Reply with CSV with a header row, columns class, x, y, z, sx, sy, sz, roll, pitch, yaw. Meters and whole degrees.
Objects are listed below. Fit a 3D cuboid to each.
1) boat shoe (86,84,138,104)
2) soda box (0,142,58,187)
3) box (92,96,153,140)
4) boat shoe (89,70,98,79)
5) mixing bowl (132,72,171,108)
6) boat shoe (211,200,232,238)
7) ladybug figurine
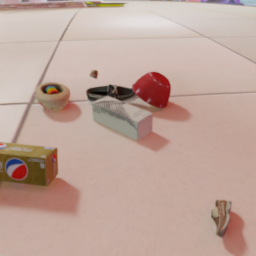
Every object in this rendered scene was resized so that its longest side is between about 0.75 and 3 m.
class,x,y,z,sx,sy,sz,roll,pitch,yaw
boat shoe,-0.608,-1.295,10.681,2.002,0.637,0.708,-6,57,2
soda box,-2.912,0.835,6.864,2.242,0.759,0.718,5,18,8
box,-0.221,-0.365,9.253,2.040,0.697,0.838,22,37,33
boat shoe,-1.444,-2.294,11.849,0.365,0.346,0.965,20,12,-19
mixing bowl,1.012,-1.553,10.543,1.569,0.850,1.569,22,33,-15
boat shoe,1.887,1.846,5.785,0.374,0.395,1.043,15,24,19
ladybug figurine,-2.870,-1.188,10.672,1.294,0.686,1.907,-12,32,-19
